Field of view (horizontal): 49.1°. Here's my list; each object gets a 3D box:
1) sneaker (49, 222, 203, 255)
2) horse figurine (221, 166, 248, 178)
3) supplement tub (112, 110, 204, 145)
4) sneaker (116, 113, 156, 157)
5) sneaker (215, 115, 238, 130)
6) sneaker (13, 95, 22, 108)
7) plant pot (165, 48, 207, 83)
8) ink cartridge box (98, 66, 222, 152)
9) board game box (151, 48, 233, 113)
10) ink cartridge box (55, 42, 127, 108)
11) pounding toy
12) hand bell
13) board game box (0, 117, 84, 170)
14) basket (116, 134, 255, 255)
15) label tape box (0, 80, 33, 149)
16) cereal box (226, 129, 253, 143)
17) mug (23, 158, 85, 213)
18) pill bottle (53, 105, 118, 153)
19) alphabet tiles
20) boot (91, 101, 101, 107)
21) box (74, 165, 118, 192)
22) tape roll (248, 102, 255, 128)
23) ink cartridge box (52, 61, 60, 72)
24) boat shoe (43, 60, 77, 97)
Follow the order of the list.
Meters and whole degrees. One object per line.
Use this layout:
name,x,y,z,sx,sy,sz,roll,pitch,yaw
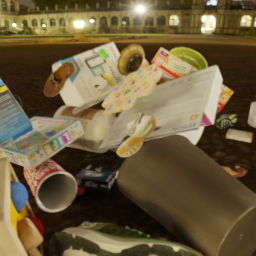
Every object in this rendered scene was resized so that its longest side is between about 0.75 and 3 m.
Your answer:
sneaker,0.108,2.219,5.253,2.937,1.129,1.301,9,13,12
horse figurine,2.572,1.297,8.147,1.566,0.391,1.038,-8,28,-37
supplement tub,1.053,-0.437,10.143,2.090,2.090,2.889,-20,30,-40
sneaker,0.113,0.154,6.259,1.154,0.436,0.506,-45,46,-14
sneaker,4.095,-0.272,11.971,1.472,0.544,0.596,-10,17,-41
sneaker,-6.319,-0.823,12.837,1.319,0.994,2.822,-1,19,29
plant pot,2.242,-2.220,11.800,1.681,1.545,1.681,6,55,-8
ink cartridge box,0.920,-0.364,7.425,2.795,0.616,2.846,-14,32,35
board game box,2.082,-1.495,9.193,2.542,0.589,1.926,35,6,13
ink cartridge box,-1.428,-1.944,11.139,2.390,1.754,1.745,-31,2,-28
pounding toy,-1.913,2.007,4.521,1.708,2.211,2.402,-20,27,-15
hand bell,0.761,-2.202,11.021,1.220,1.220,2.343,20,0,40
board game box,-2.813,0.327,8.338,2.691,0.461,1.809,5,34,46
basket,1.413,1.495,6.032,2.388,1.801,2.649,-12,29,-28
label tape box,-3.685,-0.392,7.741,1.277,1.782,0.589,-34,-8,-23
cereal box,4.335,0.296,10.906,0.902,0.178,0.649,11,25,25
mug,-2.030,1.466,7.405,1.041,1.385,1.560,-49,35,-13
pill bottle,-1.191,0.083,9.706,2.589,1.481,1.481,10,24,23
alphabet tiles,0.075,-1.072,7.981,1.917,0.140,1.875,-13,38,44
boot,-2.554,-1.780,15.379,2.065,0.824,2.271,-2,16,-9
box,-0.855,1.371,7.812,0.946,0.257,1.180,8,10,11
tape roll,5.878,-0.533,12.027,1.253,0.860,1.253,0,22,0
ink cartridge box,-3.308,-3.240,17.497,2.302,1.681,1.689,1,24,2
boat shoe,-2.422,-1.632,9.487,1.671,0.602,0.564,-40,2,30
